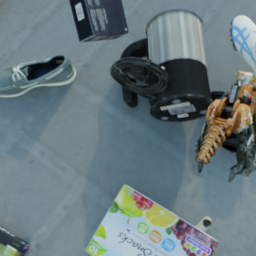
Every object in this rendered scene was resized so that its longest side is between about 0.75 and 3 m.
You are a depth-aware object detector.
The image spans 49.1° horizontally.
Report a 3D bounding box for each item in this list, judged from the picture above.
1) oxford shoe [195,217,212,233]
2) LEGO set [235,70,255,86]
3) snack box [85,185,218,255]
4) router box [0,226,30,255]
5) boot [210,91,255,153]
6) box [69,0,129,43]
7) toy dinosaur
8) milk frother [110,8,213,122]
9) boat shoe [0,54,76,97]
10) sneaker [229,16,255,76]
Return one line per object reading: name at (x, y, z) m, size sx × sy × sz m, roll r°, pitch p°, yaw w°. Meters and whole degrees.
oxford shoe at (1.854, 2.637, 7.201) m, size 0.313 × 0.241 × 0.834 m, roll 42°, pitch 77°, yaw 11°
LEGO set at (4.543, -1.774, 8.482) m, size 2.558 × 1.177 × 0.952 m, roll -13°, pitch 52°, yaw 20°
snack box at (0.557, 2.841, 6.803) m, size 2.583 × 0.684 × 1.837 m, roll 29°, pitch 81°, yaw 11°
router box at (-3.559, 3.103, 6.902) m, size 1.740 × 0.454 × 1.368 m, roll 25°, pitch 72°, yaw 9°
boot at (2.982, -0.103, 8.001) m, size 1.835 × 0.679 × 1.504 m, roll 22°, pitch 73°, yaw 5°
box at (-0.722, -2.820, 6.863) m, size 1.138 × 0.650 × 1.250 m, roll -20°, pitch 101°, yaw -39°
toy dinosaur at (1.599, -0.024, 4.648) m, size 2.243 × 1.522 × 1.145 m, roll -19°, pitch 32°, yaw -29°
milk frother at (0.918, -1.912, 7.456) m, size 2.659 × 2.947 × 2.772 m, roll -3°, pitch 69°, yaw 3°
boat shoe at (-3.055, -1.662, 8.433) m, size 2.843 × 0.878 × 1.035 m, roll -10°, pitch 70°, yaw -4°
sneaker at (3.121, -1.600, 6.232) m, size 0.993 × 1.002 × 2.764 m, roll 11°, pitch 52°, yaw -34°
